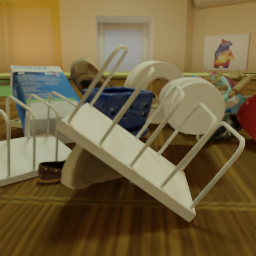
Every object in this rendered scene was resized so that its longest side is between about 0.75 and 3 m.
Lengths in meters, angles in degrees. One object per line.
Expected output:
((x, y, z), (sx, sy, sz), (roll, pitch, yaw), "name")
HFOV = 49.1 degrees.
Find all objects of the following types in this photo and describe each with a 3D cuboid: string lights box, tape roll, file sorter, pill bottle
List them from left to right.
((-1.974, 0.088, 5.095), (1.883, 1.173, 1.307), (-13, 30, -41), "file sorter")
((-2.177, -0.724, 7.427), (1.431, 0.821, 2.785), (-6, 38, -28), "string lights box")
((0.358, -0.039, 3.938), (2.028, 1.263, 1.407), (36, 14, -4), "file sorter")
((0.863, -1.129, 8.897), (1.945, 1.945, 0.680), (-5, 18, -19), "tape roll")
((1.247, -0.485, 5.804), (1.105, 1.105, 1.950), (0, 10, 1), "pill bottle")

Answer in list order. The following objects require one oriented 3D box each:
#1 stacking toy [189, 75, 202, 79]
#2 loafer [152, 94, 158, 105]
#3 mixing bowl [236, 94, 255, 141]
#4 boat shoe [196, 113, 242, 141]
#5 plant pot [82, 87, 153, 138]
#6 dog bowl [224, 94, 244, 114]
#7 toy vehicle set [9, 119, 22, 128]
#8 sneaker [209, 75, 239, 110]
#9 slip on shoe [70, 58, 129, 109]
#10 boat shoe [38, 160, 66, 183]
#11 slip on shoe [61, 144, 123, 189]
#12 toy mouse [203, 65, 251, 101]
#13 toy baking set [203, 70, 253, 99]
((3.996, -1.834, 14.031), (2.080, 1.142, 1.207), (27, 19, 40), "stacking toy")
((1.084, -1.162, 11.913), (0.620, 0.560, 1.639), (9, 16, 32), "loafer")
((3.366, -0.115, 6.512), (1.459, 1.459, 0.790), (1, 49, 3), "mixing bowl")
((2.360, -0.066, 7.139), (0.673, 0.715, 1.992), (10, 14, 41), "boat shoe")
((-0.281, -0.378, 7.305), (1.383, 1.243, 1.383), (-10, 17, -33), "plant pot")
((3.184, -0.841, 9.510), (0.455, 1.022, 1.834), (-22, 30, -12), "dog bowl")
((-2.891, -0.157, 8.658), (1.280, 0.170, 0.795), (5, 15, 19), "toy vehicle set")
((2.634, -1.084, 8.191), (0.744, 0.825, 2.013), (-32, 13, 19), "sneaker")
((-0.758, -0.980, 8.617), (1.041, 2.739, 0.830), (-27, 50, 10), "slip on shoe")
((-1.044, 0.703, 4.804), (0.968, 0.340, 0.341), (-5, 21, -22), "boat shoe")
((-0.325, 0.569, 4.500), (0.578, 0.726, 1.909), (17, 5, 21), "slip on shoe")
((3.726, -1.336, 10.718), (2.383, 0.519, 2.682), (31, -9, 46), "toy mouse")
((2.428, -1.063, 7.522), (1.369, 0.208, 1.784), (9, 42, 46), "toy baking set")
